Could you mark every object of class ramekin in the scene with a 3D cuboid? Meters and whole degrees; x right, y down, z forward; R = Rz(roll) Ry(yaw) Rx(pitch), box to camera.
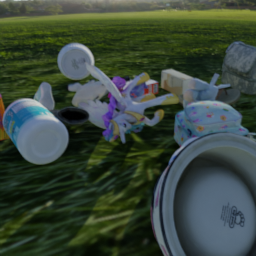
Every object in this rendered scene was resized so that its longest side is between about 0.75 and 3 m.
[{"bbox_3d":[-2.736,-3.411,14.671,1.918,1.918,1.007,-5,20,-9],"label":"ramekin"}]

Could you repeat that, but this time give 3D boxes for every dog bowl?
[{"bbox_3d":[1.583,1.479,4.855,2.677,2.677,0.987,-12,-13,-23],"label":"dog bowl"}]

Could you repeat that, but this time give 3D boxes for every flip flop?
[{"bbox_3d":[3.555,-1.470,12.183,2.884,0.830,1.170,-4,27,-8],"label":"flip flop"}]

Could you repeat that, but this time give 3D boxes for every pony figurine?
[{"bbox_3d":[-0.182,-0.869,9.593,2.915,2.428,2.814,-30,58,-31],"label":"pony figurine"}]

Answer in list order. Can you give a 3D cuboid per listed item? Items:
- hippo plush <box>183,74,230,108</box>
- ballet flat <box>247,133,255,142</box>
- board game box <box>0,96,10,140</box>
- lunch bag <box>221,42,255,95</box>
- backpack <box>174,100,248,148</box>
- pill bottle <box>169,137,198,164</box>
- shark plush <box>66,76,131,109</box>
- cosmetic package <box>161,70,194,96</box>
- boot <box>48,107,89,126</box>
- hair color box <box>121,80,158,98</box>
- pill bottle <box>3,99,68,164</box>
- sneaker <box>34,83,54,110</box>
[{"bbox_3d":[2.674,-1.323,10.989,1.401,1.759,1.414,36,-7,-15],"label":"hippo plush"},{"bbox_3d":[4.151,0.458,8.821,0.484,0.484,1.303,-22,35,-37],"label":"ballet flat"},{"bbox_3d":[-5.220,-0.687,9.255,1.909,1.909,1.911,-15,36,-24],"label":"board game box"},{"bbox_3d":[5.867,-3.001,13.763,1.717,2.067,2.465,-8,29,-16],"label":"lunch bag"},{"bbox_3d":[2.350,0.034,8.508,1.822,1.589,2.073,-11,21,-8],"label":"backpack"},{"bbox_3d":[1.538,1.245,6.203,1.462,1.462,2.605,8,28,15],"label":"pill bottle"},{"bbox_3d":[-1.240,-1.573,11.179,2.803,1.273,1.167,-33,-11,24],"label":"shark plush"},{"bbox_3d":[2.324,-2.150,13.452,0.621,0.918,1.746,-14,29,-24],"label":"cosmetic package"},{"bbox_3d":[-2.204,-0.315,9.264,1.809,0.722,1.989,-5,5,-9],"label":"boot"},{"bbox_3d":[0.346,-1.796,13.069,1.927,0.616,1.068,-20,31,-31],"label":"hair color box"},{"bbox_3d":[-3.005,-0.033,8.733,1.428,1.428,2.578,-18,31,-31],"label":"pill bottle"},{"bbox_3d":[-3.547,-0.980,11.649,0.602,0.965,1.637,15,49,-34],"label":"sneaker"}]
